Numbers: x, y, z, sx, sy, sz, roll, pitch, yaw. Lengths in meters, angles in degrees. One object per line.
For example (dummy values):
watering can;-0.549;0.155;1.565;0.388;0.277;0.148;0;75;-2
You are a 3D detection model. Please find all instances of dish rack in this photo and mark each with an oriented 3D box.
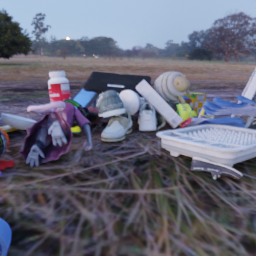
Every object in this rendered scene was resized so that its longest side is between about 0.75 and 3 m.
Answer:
dish rack;2.536;0.457;7.854;2.943;0.641;2.526;-9;14;-39

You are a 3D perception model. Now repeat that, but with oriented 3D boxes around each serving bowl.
serving bowl;-4.283;-0.197;10.885;1.293;0.425;1.293;16;1;0

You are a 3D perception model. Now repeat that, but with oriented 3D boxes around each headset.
headset;-1.764;-0.493;10.540;1.673;0.786;1.033;45;29;-2

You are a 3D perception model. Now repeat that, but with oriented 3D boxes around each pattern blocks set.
pattern blocks set;-3.816;1.038;6.474;1.865;0.151;1.639;1;12;2

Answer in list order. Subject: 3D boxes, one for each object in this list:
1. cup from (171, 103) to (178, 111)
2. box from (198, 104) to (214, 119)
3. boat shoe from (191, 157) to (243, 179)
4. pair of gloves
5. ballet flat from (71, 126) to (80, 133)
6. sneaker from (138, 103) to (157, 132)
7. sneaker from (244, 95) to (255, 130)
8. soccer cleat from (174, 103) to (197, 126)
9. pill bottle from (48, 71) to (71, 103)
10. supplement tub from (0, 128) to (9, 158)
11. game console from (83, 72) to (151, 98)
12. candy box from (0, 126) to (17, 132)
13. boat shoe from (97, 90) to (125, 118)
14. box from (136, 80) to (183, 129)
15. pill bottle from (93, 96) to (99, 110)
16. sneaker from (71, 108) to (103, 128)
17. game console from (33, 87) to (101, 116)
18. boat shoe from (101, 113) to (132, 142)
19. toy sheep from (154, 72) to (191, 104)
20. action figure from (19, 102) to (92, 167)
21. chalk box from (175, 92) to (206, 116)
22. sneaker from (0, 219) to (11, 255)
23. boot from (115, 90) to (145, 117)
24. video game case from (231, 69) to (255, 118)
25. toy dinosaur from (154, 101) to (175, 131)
cup;2.243;-0.959;14.215;0.859;0.614;0.859;-3;4;0
box;2.880;-0.398;10.432;0.461;0.503;1.435;20;-14;11
boat shoe;1.998;1.006;6.433;1.159;0.363;0.421;17;-13;29
pair of gloves;3.090;-0.322;8.942;2.202;0.312;2.739;5;-20;-15
ballet flat;-2.280;0.024;10.612;0.979;0.328;0.327;1;7;8
sneaker;0.819;-0.541;11.473;0.820;1.045;2.104;0;12;-1
sneaker;4.705;-0.498;10.166;0.981;1.510;2.615;7;14;18
soccer cleat;2.595;-0.646;12.547;1.073;0.829;2.565;10;15;7
pill bottle;-2.744;-1.507;11.168;0.803;1.430;0.803;-6;9;1
supplement tub;-3.524;0.466;6.588;0.934;0.934;1.525;1;11;5
game console;-0.414;-1.692;13.536;2.907;1.692;2.556;6;36;7
candy box;-4.875;0.087;10.755;0.520;0.134;1.017;14;18;30
boat shoe;-0.675;-0.929;10.556;1.062;0.901;2.916;-14;6;-5
box;1.238;-0.940;11.214;0.471;2.272;0.440;-44;-6;-2
pill bottle;-0.695;-1.130;13.639;1.911;1.039;1.039;4;11;-17
sneaker;-2.030;-0.379;11.501;2.141;0.757;1.046;-1;19;-18
game console;-2.964;-1.322;13.294;2.406;1.668;2.819;9;6;-29
boat shoe;-0.406;-0.060;10.005;0.823;0.753;2.201;3;13;13
toy sheep;1.971;-1.850;13.068;1.587;1.587;2.302;-9;0;-35
action figure;-2.092;-0.158;7.979;1.871;2.080;2.794;-4;26;8
chalk box;3.033;-1.325;14.809;1.813;1.124;1.131;12;17;43
sneaker;-2.757;1.280;3.644;2.657;0.932;1.035;-1;20;0
boot;0.290;-1.048;11.782;1.273;1.025;2.818;-16;0;-17
video game case;4.847;-1.612;10.998;0.308;2.597;2.364;27;-2;15
toy dinosaur;1.516;-0.644;12.102;0.619;1.150;2.609;37;13;-12
